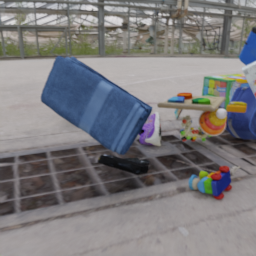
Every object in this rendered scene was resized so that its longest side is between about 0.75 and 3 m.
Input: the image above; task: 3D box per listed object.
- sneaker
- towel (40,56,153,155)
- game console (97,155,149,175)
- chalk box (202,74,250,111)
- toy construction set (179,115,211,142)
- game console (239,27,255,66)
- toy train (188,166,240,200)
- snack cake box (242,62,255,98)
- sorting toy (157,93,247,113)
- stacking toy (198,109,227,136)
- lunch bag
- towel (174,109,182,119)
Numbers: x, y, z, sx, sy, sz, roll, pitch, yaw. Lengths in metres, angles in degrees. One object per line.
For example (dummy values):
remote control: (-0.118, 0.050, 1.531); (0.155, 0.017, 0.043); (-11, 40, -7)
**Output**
sneaker: (0.765, -0.003, 10.294); (0.885, 0.855, 2.120); (-3, 18, 8)
towel: (-0.951, -0.641, 7.835); (2.969, 1.658, 0.721); (33, 17, 8)
game console: (0.098, 0.892, 6.938); (1.066, 0.218, 1.807); (13, 1, 24)
chalk box: (4.748, -1.628, 13.618); (2.834, 1.756, 1.769); (-8, 19, -24)
toy construction set: (2.316, 0.089, 9.579); (1.436, 0.662, 0.942); (18, -32, -28)
game console: (3.863, -1.974, 7.068); (0.951, 1.371, 1.607); (-3, 41, -21)
toy train: (2.184, 1.236, 7.062); (0.814, 0.596, 1.407); (-2, 13, 41)
snack cake box: (2.900, -1.052, 6.169); (0.462, 0.804, 0.270); (-25, 12, 27)
sorting toy: (2.368, -0.828, 8.632); (2.491, 0.334, 1.856); (6, 17, 29)
stacking toy: (2.713, -0.316, 8.557); (0.886, 0.886, 1.213); (0, -18, -1)
lunch bag: (4.235, -0.584, 9.936); (1.291, 1.901, 1.258); (38, -17, -36)
towel: (2.272, -0.776, 12.648); (0.087, 0.591, 0.806); (21, 23, -7)
